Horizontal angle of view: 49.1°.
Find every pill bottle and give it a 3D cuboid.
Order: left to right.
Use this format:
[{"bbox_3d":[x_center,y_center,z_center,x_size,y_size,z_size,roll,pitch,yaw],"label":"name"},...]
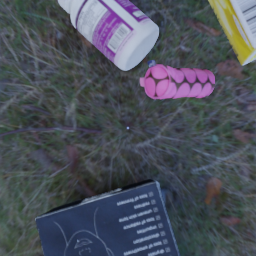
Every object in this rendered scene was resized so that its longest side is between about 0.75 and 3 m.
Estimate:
[{"bbox_3d":[-0.540,-2.710,7.003,2.450,1.375,1.375,44,83,7],"label":"pill bottle"}]

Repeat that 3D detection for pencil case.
[{"bbox_3d":[0.820,-0.732,4.476,1.283,0.601,0.582,-4,91,-43],"label":"pencil case"}]

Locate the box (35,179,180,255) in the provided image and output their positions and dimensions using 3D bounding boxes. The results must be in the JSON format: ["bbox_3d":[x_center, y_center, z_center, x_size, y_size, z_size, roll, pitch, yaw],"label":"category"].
[{"bbox_3d":[-0.266,2.683,6.011,2.573,1.595,2.529,-16,81,-3],"label":"box"}]

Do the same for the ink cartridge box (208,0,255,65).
[{"bbox_3d":[1.534,-2.302,4.504,0.613,2.609,2.578,-27,87,16],"label":"ink cartridge box"}]
